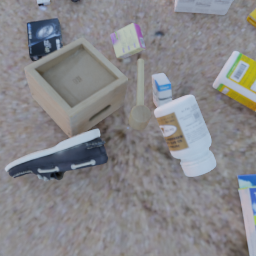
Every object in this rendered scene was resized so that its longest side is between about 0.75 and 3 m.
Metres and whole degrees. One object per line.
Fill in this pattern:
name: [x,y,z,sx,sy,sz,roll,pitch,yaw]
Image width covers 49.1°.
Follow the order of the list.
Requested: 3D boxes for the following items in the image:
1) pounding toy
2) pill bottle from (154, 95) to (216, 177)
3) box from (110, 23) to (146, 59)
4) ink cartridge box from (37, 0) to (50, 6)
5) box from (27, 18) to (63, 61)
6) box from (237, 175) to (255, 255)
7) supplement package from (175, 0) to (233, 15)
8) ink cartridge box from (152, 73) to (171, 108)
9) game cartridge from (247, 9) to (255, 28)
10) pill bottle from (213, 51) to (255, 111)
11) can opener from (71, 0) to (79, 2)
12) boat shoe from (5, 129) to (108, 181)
pounding toy: [-0.635,-0.807,7.094,2.488,1.295,2.831,-37,72,-25]
pill bottle: [1.224,0.172,5.840,0.884,0.884,1.546,-24,95,-7]
box: [-0.003,-2.494,8.103,0.812,0.392,0.714,-16,89,29]
ink cartridge box: [-2.772,-4.324,9.065,0.374,0.148,0.753,-10,76,-3]
box: [-2.526,-2.692,8.530,0.976,0.265,1.219,-9,74,-3]
box: [3.820,2.537,6.809,1.775,0.694,2.911,-3,75,-2]
supplement package: [2.332,-4.360,8.669,1.632,0.905,1.271,4,75,0]
ink cartridge box: [0.912,-0.956,7.624,0.361,0.858,0.626,-13,38,-6]
game cartridge: [4.913,-3.490,8.774,1.809,0.293,1.595,-41,78,-13]
pill bottle: [3.478,-1.109,7.606,2.034,1.130,1.130,32,76,9]
can opener: [-2.024,-4.498,8.973,1.433,0.563,0.454,37,85,19]
boat shoe: [-1.734,0.837,6.678,2.765,1.022,0.834,-21,91,18]
